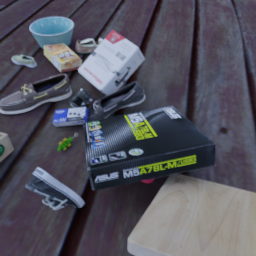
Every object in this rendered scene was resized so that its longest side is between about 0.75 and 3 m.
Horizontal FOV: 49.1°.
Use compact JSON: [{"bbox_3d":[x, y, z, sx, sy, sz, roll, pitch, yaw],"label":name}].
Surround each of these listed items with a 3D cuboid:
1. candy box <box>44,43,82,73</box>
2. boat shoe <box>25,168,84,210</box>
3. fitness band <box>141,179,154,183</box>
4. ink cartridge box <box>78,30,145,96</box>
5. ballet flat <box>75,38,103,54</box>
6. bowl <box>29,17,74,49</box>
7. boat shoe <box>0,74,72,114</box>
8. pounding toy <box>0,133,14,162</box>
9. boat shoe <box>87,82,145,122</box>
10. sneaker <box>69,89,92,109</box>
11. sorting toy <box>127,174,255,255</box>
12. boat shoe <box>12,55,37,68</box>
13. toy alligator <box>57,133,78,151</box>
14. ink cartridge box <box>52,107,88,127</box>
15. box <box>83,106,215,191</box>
[{"bbox_3d":[-2.646,-2.844,11.278,0.908,0.435,1.572,-20,49,-33],"label":"candy box"},{"bbox_3d":[-1.579,1.492,6.159,0.601,1.629,0.556,20,67,35],"label":"boat shoe"},{"bbox_3d":[0.361,1.096,7.267,0.599,0.156,0.834,15,28,-27],"label":"fitness band"},{"bbox_3d":[-0.565,-2.100,9.322,1.810,0.750,1.328,-48,63,1],"label":"ink cartridge box"},{"bbox_3d":[-1.359,-3.493,11.970,1.823,0.613,0.621,-2,44,-3],"label":"ballet flat"},{"bbox_3d":[-3.256,-4.019,12.261,1.857,0.971,1.857,0,43,0],"label":"bowl"},{"bbox_3d":[-3.138,-1.172,9.435,2.478,0.738,0.890,-20,47,-19],"label":"boat shoe"},{"bbox_3d":[-3.718,0.723,7.551,1.130,0.803,1.040,11,40,22],"label":"pounding toy"},{"bbox_3d":[-0.548,-0.820,8.726,2.169,0.618,0.725,-22,43,6],"label":"boat shoe"},{"bbox_3d":[-1.526,-0.839,8.819,0.651,0.478,1.438,-46,12,-9],"label":"sneaker"},{"bbox_3d":[1.692,2.098,5.273,2.648,0.927,2.664,11,20,22],"label":"sorting toy"},{"bbox_3d":[-4.240,-2.785,11.400,1.193,0.370,0.430,17,46,17],"label":"boat shoe"},{"bbox_3d":[-1.788,0.420,8.159,0.222,0.243,0.819,-16,23,49],"label":"toy alligator"},{"bbox_3d":[-1.781,-0.335,8.664,1.050,0.232,0.494,-6,57,14],"label":"ink cartridge box"},{"bbox_3d":[0.309,0.328,7.148,2.774,0.682,2.872,-13,23,-5],"label":"box"}]
